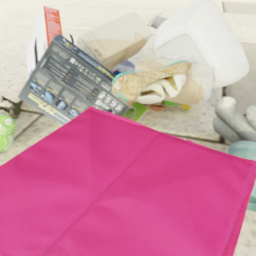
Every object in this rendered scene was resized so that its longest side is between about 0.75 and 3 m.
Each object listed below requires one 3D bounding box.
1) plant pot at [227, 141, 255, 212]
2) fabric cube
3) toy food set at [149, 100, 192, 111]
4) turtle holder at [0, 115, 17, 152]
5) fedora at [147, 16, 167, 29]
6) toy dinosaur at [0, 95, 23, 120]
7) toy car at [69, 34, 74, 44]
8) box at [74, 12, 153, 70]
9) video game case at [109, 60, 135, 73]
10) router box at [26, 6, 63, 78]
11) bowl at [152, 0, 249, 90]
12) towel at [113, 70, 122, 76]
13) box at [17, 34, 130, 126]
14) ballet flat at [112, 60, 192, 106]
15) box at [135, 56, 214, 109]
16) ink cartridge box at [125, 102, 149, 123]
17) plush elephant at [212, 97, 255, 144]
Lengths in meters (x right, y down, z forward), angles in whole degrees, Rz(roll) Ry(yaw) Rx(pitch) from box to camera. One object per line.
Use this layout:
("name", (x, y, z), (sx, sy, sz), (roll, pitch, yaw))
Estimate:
("plant pot", (2.764, 1.184, 6.191), (1.554, 1.554, 1.041), (22, 66, 30))
("fabric cube", (-0.246, 1.832, 3.824), (2.895, 2.840, 2.886), (19, 36, 27))
("toy food set", (1.365, -0.974, 10.141), (2.292, 0.749, 1.348), (4, 9, 4))
("turtle holder", (-4.333, -0.014, 7.611), (1.862, 1.740, 2.450), (-26, 41, -35))
("fedora", (1.413, -4.537, 12.150), (1.026, 0.524, 1.161), (6, 26, -23))
("toy dinosaur", (-4.176, -0.772, 9.984), (0.837, 0.451, 1.899), (10, 30, -13))
("toy car", (-2.453, -2.527, 10.914), (1.908, 2.323, 1.832), (22, 39, 30))
("box", (-0.550, -2.779, 9.444), (2.721, 1.292, 1.058), (-38, 88, -34))
("video game case", (-0.509, -2.264, 11.516), (1.962, 0.247, 2.154), (37, 48, 6))
("router box", (-3.042, -2.637, 10.096), (0.597, 2.443, 2.193), (2, 66, -33))
("bowl", (2.209, -2.430, 9.559), (1.102, 2.952, 2.947), (-45, 18, -23))
("towel", (0.249, -1.748, 10.644), (1.865, 0.222, 1.350), (17, 3, -12))
("box", (-1.395, -0.939, 7.760), (2.615, 2.062, 0.667), (34, 29, -15))
("ballet flat", (0.724, -0.982, 6.499), (2.381, 0.839, 0.777), (-21, 72, -30))
("box", (1.434, -1.481, 8.862), (2.293, 1.089, 0.891), (15, 39, 25))
("ink cartridge box", (-0.985, -0.838, 9.665), (2.840, 1.076, 2.099), (42, 42, 1))
("plush elephant", (3.888, -0.250, 7.395), (2.162, 2.300, 2.793), (-47, 64, 0))
